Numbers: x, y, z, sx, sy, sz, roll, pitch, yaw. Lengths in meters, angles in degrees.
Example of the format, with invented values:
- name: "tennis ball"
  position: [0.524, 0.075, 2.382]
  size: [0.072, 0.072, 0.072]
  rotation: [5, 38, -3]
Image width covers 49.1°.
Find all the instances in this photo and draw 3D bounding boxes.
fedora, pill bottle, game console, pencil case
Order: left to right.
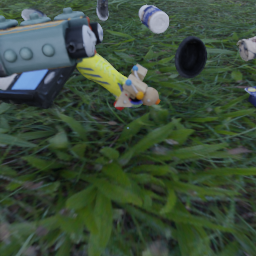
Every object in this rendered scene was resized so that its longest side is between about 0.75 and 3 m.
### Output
- name: "game console"
  position: [-2.346, -1.160, 5.273]
  size: [2.634, 1.533, 2.317]
  rotation: [11, 67, 52]
- name: "pill bottle"
  position: [0.874, -3.970, 10.096]
  size: [0.726, 0.726, 1.308]
  rotation: [-12, 40, -16]
- name: "fedora"
  position: [1.395, -1.655, 6.623]
  size: [0.964, 0.964, 0.440]
  rotation: [-16, 17, -21]
- name: "pencil case"
  position: [3.164, -1.919, 6.324]
  size: [1.251, 0.487, 0.559]
  rotation: [-15, 61, 7]

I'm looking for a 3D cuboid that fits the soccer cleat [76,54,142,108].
- name: "soccer cleat"
  position: [-0.384, -1.190, 6.563]
  size: [0.646, 1.999, 0.836]
  rotation: [-58, 23, -13]

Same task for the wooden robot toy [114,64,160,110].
- name: "wooden robot toy"
  position: [0.197, -0.542, 4.621]
  size: [0.639, 0.621, 1.409]
  rotation: [28, 29, -4]

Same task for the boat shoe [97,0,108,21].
- name: "boat shoe"
  position: [-0.875, -4.330, 9.708]
  size: [0.395, 1.128, 0.374]
  rotation: [1, -5, -9]

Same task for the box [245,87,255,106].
- name: "box"
  position: [4.977, -0.780, 9.269]
  size: [1.278, 0.342, 2.110]
  rotation: [-10, 39, -14]

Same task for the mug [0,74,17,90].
- name: "mug"
  position: [-3.374, -2.150, 9.743]
  size: [1.832, 1.543, 2.090]
  rotation: [12, 72, 25]

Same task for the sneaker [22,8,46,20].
- name: "sneaker"
  position: [-1.426, -1.655, 4.758]
  size: [0.899, 0.392, 0.335]
  rotation: [38, 57, -5]

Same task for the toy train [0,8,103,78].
- name: "toy train"
  position: [-0.833, -0.723, 2.485]
  size: [1.209, 0.515, 0.689]
  rotation: [-6, 30, 4]
